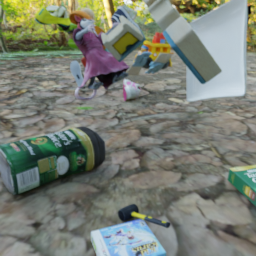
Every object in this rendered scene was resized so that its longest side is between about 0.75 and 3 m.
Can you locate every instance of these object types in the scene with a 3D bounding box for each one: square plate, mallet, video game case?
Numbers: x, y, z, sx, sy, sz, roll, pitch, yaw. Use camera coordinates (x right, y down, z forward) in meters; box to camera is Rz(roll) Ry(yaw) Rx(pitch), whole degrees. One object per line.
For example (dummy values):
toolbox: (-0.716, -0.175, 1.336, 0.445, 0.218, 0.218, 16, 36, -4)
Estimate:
square plate: (2.590, -2.140, 8.290, 0.375, 2.615, 2.640, 0, 2, -22)
mallet: (0.356, 1.729, 5.465, 1.271, 0.262, 0.419, -4, 6, 44)
video game case: (-0.023, 2.086, 4.924, 1.061, 0.241, 0.961, -8, 22, -20)

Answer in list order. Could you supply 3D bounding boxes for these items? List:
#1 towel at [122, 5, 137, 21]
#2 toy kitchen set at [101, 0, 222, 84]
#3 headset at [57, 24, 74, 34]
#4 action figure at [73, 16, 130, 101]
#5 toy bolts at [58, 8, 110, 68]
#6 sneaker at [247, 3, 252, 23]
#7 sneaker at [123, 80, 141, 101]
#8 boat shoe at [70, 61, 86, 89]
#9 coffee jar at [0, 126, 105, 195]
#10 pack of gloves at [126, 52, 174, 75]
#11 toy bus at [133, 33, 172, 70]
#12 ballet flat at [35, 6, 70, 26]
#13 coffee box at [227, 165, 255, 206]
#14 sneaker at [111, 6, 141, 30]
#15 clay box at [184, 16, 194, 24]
towel: (-0.076, -5.488, 13.923, 0.817, 0.954, 0.230, 32, 32, 8)
toy kitchen set: (0.664, -1.907, 7.085, 1.505, 2.047, 2.555, 35, 27, -41)
headset: (-2.083, -3.433, 9.265, 0.400, 0.852, 0.526, -32, -20, 11)
action figure: (-1.134, -2.500, 9.269, 1.982, 2.662, 1.783, -41, -18, 35)
toy bolts: (-1.407, -4.266, 13.348, 2.663, 2.788, 1.934, 13, 60, 34)
sneaker: (4.242, -3.976, 10.165, 0.375, 1.073, 0.483, -24, 35, -16)
sneaker: (0.219, -2.113, 15.826, 0.978, 0.902, 2.218, 0, 28, -4)
boat shoe: (-2.047, -2.176, 11.680, 0.436, 1.247, 0.413, -25, -11, 1)
coffee jar: (-1.937, 0.741, 7.362, 2.609, 1.113, 1.361, -15, 24, -36)
pack of gloves: (0.729, -2.439, 10.282, 1.319, 0.310, 1.570, -2, -18, -21)
toy bus: (1.165, -3.602, 13.146, 1.735, 1.665, 1.177, -3, 16, -14)
ballet flat: (-1.753, -2.769, 6.879, 0.445, 0.447, 1.332, 39, 27, 5)
coffee box: (3.268, 1.440, 6.475, 1.110, 0.397, 1.805, -4, 20, -11)
sneaker: (-0.098, -3.742, 10.405, 0.725, 1.337, 0.469, -52, 32, -11)
clay box: (2.602, -3.847, 10.953, 1.113, 0.640, 0.265, 20, 47, -7)
